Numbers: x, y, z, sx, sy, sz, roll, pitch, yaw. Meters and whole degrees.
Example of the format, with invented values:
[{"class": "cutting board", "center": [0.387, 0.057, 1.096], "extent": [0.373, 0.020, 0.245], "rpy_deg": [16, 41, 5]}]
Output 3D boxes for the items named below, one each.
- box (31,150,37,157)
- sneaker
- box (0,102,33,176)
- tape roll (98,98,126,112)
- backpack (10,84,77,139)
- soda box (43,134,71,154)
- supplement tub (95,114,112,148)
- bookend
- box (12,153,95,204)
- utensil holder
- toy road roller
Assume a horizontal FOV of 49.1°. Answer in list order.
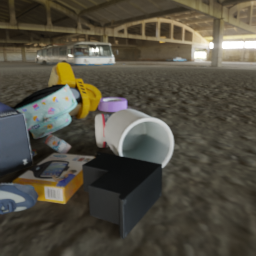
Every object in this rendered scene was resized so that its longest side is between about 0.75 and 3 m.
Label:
[{"class": "box", "center": [-3.391, 0.825, 8.785], "extent": [0.833, 0.166, 0.570], "rpy_deg": [3, 16, 10]}, {"class": "sneaker", "center": [-2.858, 1.609, 5.441], "extent": [2.085, 0.731, 0.855], "rpy_deg": [-2, 36, -8]}, {"class": "box", "center": [-4.383, 0.338, 7.559], "extent": [2.622, 1.616, 2.600], "rpy_deg": [-18, 25, -37]}, {"class": "tape roll", "center": [-0.883, -1.304, 15.589], "extent": [1.590, 0.522, 1.590], "rpy_deg": [1, 16, 0]}, {"class": "backpack", "center": [-3.067, -0.713, 10.836], "extent": [2.231, 1.710, 1.961], "rpy_deg": [-31, 14, 3]}, {"class": "soda box", "center": [-2.225, 0.507, 8.702], "extent": [0.390, 0.363, 1.141], "rpy_deg": [41, -15, -34]}, {"class": "supplement tub", "center": [-0.292, 0.073, 9.620], "extent": [1.627, 1.142, 1.142], "rpy_deg": [-2, 16, -10]}, {"class": "bookend", "center": [-0.401, 1.288, 5.998], "extent": [1.746, 0.809, 1.757], "rpy_deg": [8, 18, 27]}, {"class": "box", "center": [-1.729, 1.152, 7.208], "extent": [1.304, 0.454, 2.191], "rpy_deg": [4, 18, 13]}, {"class": "utensil holder", "center": [0.222, 0.299, 8.146], "extent": [1.573, 1.573, 1.851], "rpy_deg": [-5, 15, -16]}, {"class": "toy road roller", "center": [-2.479, -1.649, 13.201], "extent": [1.948, 1.640, 2.669], "rpy_deg": [-5, 57, -33]}]
